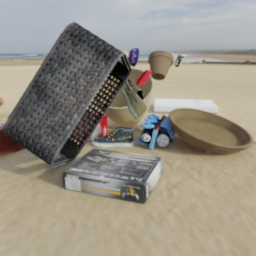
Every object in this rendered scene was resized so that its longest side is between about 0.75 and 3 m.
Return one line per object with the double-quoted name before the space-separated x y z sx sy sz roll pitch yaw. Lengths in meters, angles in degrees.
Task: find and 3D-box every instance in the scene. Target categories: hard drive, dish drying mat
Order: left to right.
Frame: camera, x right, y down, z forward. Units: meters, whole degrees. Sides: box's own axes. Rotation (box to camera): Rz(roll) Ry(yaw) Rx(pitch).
"dish drying mat" 0.456 -1.440 7.939 0.115 0.486 1.265 38 15 2
"hard drive" 2.591 -1.017 13.009 2.733 0.365 1.803 2 16 6

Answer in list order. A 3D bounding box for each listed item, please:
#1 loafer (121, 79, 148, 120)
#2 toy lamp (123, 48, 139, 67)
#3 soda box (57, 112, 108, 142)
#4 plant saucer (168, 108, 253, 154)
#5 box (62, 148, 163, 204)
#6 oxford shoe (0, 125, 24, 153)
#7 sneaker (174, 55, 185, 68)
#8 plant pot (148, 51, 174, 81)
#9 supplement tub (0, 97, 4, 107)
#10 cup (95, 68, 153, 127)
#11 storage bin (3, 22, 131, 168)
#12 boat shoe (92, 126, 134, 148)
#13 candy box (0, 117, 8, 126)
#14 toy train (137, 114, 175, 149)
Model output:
"loafer" 0.190 -0.848 7.553 0.512 0.553 1.471 -29 50 11
"toy lamp" -0.790 -2.151 7.852 2.144 0.624 0.624 9 13 -16
"soda box" -1.795 -0.200 9.439 2.370 0.751 0.830 14 21 37
"plant saucer" 2.338 0.069 8.138 2.465 0.363 2.465 11 25 -5
"box" -0.273 0.953 6.004 1.777 0.429 1.407 6 17 19
"oxford shoe" -3.556 0.289 7.652 0.873 0.822 2.333 7 17 32
"sneaker" 2.025 -2.613 10.972 0.315 0.365 0.832 6 -6 -2
"plant pot" 1.090 -2.079 9.611 0.893 0.779 0.893 8 -20 3
"supplement tub" -6.385 -1.186 13.268 0.548 0.548 0.895 5 16 18
"cup" -0.074 -0.899 9.970 2.088 1.493 2.088 -6 47 7
"storage bin" -1.249 -0.666 6.384 1.303 2.779 1.879 34 2 5
"boat shoe" -0.450 0.242 8.251 1.240 0.563 0.439 -1 16 -3
"candy box" -4.188 0.080 9.256 1.269 0.328 2.483 -9 18 -36
"toy train" 0.928 0.090 8.508 0.999 0.758 1.749 14 20 12
